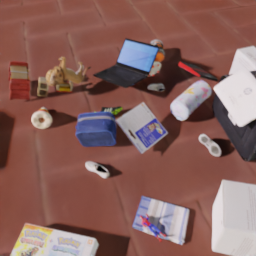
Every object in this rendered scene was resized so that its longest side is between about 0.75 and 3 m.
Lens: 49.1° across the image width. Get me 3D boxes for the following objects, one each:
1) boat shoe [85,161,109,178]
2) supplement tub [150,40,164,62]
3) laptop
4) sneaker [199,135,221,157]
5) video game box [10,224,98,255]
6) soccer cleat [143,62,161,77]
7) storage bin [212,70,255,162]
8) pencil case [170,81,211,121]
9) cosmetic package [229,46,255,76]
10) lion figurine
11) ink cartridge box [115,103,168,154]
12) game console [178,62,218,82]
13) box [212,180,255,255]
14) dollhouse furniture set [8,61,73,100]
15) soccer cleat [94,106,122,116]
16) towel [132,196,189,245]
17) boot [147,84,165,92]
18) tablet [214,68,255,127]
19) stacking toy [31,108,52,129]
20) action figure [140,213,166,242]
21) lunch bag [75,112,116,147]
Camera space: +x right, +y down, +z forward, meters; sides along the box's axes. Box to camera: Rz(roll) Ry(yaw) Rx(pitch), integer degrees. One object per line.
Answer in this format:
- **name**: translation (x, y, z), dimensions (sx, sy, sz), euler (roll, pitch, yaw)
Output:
- **boat shoe**: translation (-1.102, 1.421, 9.868), dimensions (0.992, 0.326, 0.357), euler (31, 55, 24)
- **supplement tub**: translation (1.482, -3.923, 14.358), dimensions (0.715, 0.715, 1.167), euler (-2, 49, -1)
- **laptop**: translation (-0.100, -2.921, 12.402), dimensions (2.046, 1.192, 2.308), euler (26, 43, 34)
- **sneaker**: translation (3.078, 0.617, 10.443), dimensions (1.026, 0.400, 0.510), euler (50, 17, 5)
- **video game box**: translation (-2.165, 3.824, 7.557), dimensions (2.232, 0.522, 2.033), euler (8, 47, 10)
- **soccer cleat**: translation (0.593, -2.710, 13.302), dimensions (2.127, 0.737, 0.825), euler (-28, 52, -19)
- **storage bin**: translation (4.535, -0.498, 10.434), dimensions (1.400, 2.019, 2.987), euler (-11, 49, -10)
- **pencil case**: translation (2.662, -1.151, 11.736), dimensions (0.848, 0.925, 2.039), euler (10, 42, 47)
- **cosmetic package**: translation (5.947, -2.374, 12.216), dimensions (2.234, 1.843, 1.842), euler (-14, 50, -12)
- **lion figurine**: translation (-2.547, -2.310, 12.182), dimensions (2.017, 1.235, 0.731), euler (6, -1, -35)
- **ink cartridge box**: translation (0.482, 0.016, 10.553), dimensions (1.579, 0.371, 1.560), euler (-35, 85, -31)
- **game console**: translation (3.203, -2.565, 12.919), dimensions (1.623, 0.252, 1.435), euler (0, 36, -44)
- **box**: translation (3.191, 2.615, 7.950), dimensions (1.342, 1.559, 1.566), euler (7, 46, 9)
- **dollhouse furniture set**: translation (-3.968, -2.063, 12.676), dimensions (2.686, 1.092, 1.446), euler (1, 45, -23)
- **soccer cleat**: translation (-0.825, -0.706, 11.669), dimensions (1.223, 0.413, 0.496), euler (-24, 72, -16)
- **towel**: translation (1.042, 2.825, 8.717), dimensions (1.607, 0.191, 1.180), euler (14, 49, 12)
- **boot**: translation (1.293, -1.811, 12.765), dimensions (0.767, 0.282, 0.367), euler (-12, 43, -11)
- **tablet**: translation (3.884, -1.089, 9.510), dimensions (1.313, 0.138, 2.018), euler (-35, 48, 19)
- **stacking toy**: translation (-3.504, -0.513, 11.490), dimensions (0.785, 0.785, 1.075), euler (-8, 29, -7)
- **action figure**: translation (0.681, 2.905, 8.286), dimensions (0.943, 0.467, 0.308), euler (37, 69, 29)
- **lunch bag**: translation (-1.221, 0.013, 10.501), dimensions (1.567, 1.064, 1.037), euler (-3, 54, 9)
